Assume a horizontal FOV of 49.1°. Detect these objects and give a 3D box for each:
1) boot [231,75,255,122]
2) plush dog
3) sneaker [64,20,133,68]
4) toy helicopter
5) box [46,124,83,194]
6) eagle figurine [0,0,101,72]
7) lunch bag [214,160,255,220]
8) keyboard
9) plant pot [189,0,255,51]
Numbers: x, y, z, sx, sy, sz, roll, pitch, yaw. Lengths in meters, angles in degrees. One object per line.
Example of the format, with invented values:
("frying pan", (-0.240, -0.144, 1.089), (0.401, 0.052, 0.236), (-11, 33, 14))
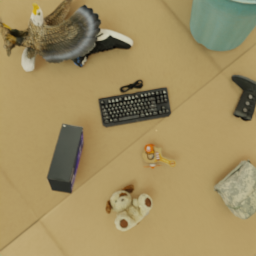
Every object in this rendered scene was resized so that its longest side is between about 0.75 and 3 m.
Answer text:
("boot", (3.752, -0.990, 9.290), (1.085, 0.432, 1.316), (21, 89, 4))
("plush dog", (-0.049, 2.466, 8.774), (1.357, 1.089, 1.166), (-38, 68, -18))
("sneaker", (-1.132, -2.572, 9.289), (2.405, 0.879, 1.345), (15, 95, 2))
("toy helicopter", (0.968, 1.018, 8.907), (1.162, 0.458, 0.769), (21, 93, 17))
("box", (-1.827, 0.933, 8.378), (0.682, 1.221, 1.731), (9, 61, 0))
("eagle figurine", (-2.460, -3.098, 8.696), (2.904, 2.192, 2.204), (-19, 105, -17))
("lunch bag", (3.552, 1.866, 8.671), (1.471, 1.025, 1.234), (-39, 87, -4))
("keyboard", (0.190, -0.872, 9.281), (2.314, 0.297, 1.389), (-10, 88, -2))
("plant pot", (3.035, -3.807, 8.273), (2.655, 2.600, 2.655), (-1, 71, 2))
